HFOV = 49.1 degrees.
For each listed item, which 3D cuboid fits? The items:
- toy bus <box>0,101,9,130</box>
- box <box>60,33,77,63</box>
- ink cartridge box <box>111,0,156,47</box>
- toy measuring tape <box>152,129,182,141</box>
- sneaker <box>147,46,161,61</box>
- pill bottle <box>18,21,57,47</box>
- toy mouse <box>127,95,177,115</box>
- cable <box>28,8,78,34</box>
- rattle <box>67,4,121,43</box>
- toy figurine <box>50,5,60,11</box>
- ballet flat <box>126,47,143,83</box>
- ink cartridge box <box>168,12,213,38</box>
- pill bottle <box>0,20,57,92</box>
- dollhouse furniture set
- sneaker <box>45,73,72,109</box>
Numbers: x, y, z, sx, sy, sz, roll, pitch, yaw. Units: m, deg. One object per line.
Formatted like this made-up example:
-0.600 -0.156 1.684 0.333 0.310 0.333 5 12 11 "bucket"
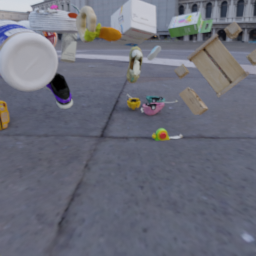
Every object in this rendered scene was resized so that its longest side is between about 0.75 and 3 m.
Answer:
-5.860 -0.623 11.204 2.838 0.924 1.111 8 20 23 "toy bus"
-2.561 -3.643 12.161 0.628 1.528 0.522 4 0 -17 "box"
0.200 -4.267 11.547 1.229 1.207 1.669 2 -6 -32 "ink cartridge box"
1.355 0.204 9.680 1.120 0.412 0.412 -5 20 -14 "toy measuring tape"
1.275 -3.753 14.147 0.884 0.327 0.362 -45 26 1 "sneaker"
-3.308 -3.077 9.658 1.192 1.192 2.088 1 22 2 "pill bottle"
1.104 -1.024 12.905 2.306 0.502 2.595 -1 20 -1 "toy mouse"
-2.156 -3.179 8.491 1.636 0.566 1.636 -5 17 -31 "cable"
-0.910 -2.777 7.315 0.981 0.894 1.373 -20 38 -17 "rattle"
-3.409 -5.319 13.020 0.751 0.691 0.564 12 31 -33 "toy figurine"
0.377 -3.149 13.441 0.736 2.084 0.736 9 -20 3 "ballet flat"
2.311 -3.858 10.413 1.486 0.441 0.771 1 51 30 "ink cartridge box"
-2.731 -1.829 6.678 1.290 1.290 2.229 -15 36 -36 "pill bottle"
2.482 -1.627 7.408 2.567 1.331 1.136 -39 -10 18 "dollhouse furniture set"
-1.866 -1.201 7.291 0.499 0.713 1.435 -27 56 -21 "sneaker"
